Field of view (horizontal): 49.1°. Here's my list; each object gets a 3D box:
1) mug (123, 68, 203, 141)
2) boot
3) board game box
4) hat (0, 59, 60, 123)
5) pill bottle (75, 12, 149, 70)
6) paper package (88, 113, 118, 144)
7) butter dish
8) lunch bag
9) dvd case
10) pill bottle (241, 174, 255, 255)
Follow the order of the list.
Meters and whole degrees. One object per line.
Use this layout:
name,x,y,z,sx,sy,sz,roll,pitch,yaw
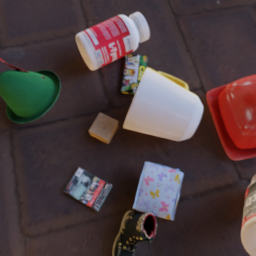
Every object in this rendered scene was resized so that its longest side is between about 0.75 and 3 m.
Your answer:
mug,1.311,-0.832,9.312,2.183,2.130,2.660,22,78,1
boot,0.167,3.248,8.006,0.643,1.346,1.782,24,65,-18
board game box,0.242,-2.062,10.776,0.881,0.197,1.681,6,69,0
hat,-3.957,-1.662,9.137,2.679,2.358,2.219,4,64,27
pill bottle,-0.558,-3.329,10.573,2.558,1.436,1.436,-28,71,-9
paper package,-0.850,0.016,9.819,0.786,0.427,0.825,26,72,10
butter dish,4.265,-0.715,9.019,2.818,2.089,2.826,-14,66,6
lunch bag,0.957,1.948,8.780,1.307,0.980,1.542,13,79,7
dvd case,-1.314,1.999,9.192,1.290,0.142,0.942,27,71,9
pill bottle,4.001,2.296,7.735,1.499,1.499,2.633,31,31,11
